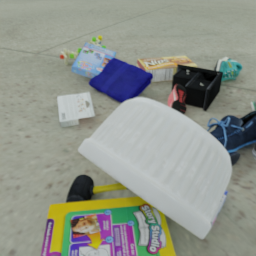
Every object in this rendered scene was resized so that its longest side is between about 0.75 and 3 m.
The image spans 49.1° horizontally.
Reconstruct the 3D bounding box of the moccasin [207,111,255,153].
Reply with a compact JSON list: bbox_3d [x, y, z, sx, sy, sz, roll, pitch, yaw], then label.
[{"bbox_3d":[2.946,0.073,8.325,2.897,0.988,1.166,-15,13,-36],"label":"moccasin"}]

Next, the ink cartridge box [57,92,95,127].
[{"bbox_3d":[-1.886,-0.687,10.080,1.210,0.304,1.394,-9,47,-10],"label":"ink cartridge box"}]

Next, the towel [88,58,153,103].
[{"bbox_3d":[-0.308,-1.949,11.808,2.412,0.597,1.781,31,73,36],"label":"towel"}]

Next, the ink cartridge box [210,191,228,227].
[{"bbox_3d":[1.861,1.772,6.639,0.679,0.239,1.138,21,40,28],"label":"ink cartridge box"}]

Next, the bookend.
[{"bbox_3d":[2.579,-1.725,11.487,2.031,0.935,2.018,17,36,25],"label":"bookend"}]

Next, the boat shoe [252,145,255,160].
[{"bbox_3d":[4.730,0.407,8.295,2.264,0.750,0.792,-8,33,-12],"label":"boat shoe"}]

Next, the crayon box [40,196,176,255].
[{"bbox_3d":[-0.330,2.492,4.946,2.338,0.790,2.710,-3,32,-5],"label":"crayon box"}]

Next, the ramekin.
[{"bbox_3d":[0.616,0.684,5.589,2.901,2.901,1.523,29,79,38],"label":"ramekin"}]

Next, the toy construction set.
[{"bbox_3d":[-2.277,-3.982,14.793,2.603,1.199,1.707,-21,61,-17],"label":"toy construction set"}]

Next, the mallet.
[{"bbox_3d":[-0.141,1.404,6.349,2.704,0.557,0.891,-8,25,17],"label":"mallet"}]

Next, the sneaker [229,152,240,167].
[{"bbox_3d":[2.524,0.881,7.822,1.342,0.471,0.550,-14,33,-27],"label":"sneaker"}]

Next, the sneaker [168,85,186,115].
[{"bbox_3d":[1.776,-0.834,10.507,0.613,0.722,1.664,25,53,-12],"label":"sneaker"}]

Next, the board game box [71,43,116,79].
[{"bbox_3d":[-1.596,-3.179,13.451,1.629,0.394,2.154,18,46,-3],"label":"board game box"}]

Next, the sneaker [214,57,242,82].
[{"bbox_3d":[4.574,-2.630,12.923,1.063,1.034,2.669,27,40,22],"label":"sneaker"}]

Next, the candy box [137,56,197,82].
[{"bbox_3d":[1.820,-2.848,13.458,2.543,0.703,1.468,-7,33,-11],"label":"candy box"}]

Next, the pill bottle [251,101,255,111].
[{"bbox_3d":[4.990,-0.825,10.260,0.836,0.473,0.473,-15,28,19],"label":"pill bottle"}]
